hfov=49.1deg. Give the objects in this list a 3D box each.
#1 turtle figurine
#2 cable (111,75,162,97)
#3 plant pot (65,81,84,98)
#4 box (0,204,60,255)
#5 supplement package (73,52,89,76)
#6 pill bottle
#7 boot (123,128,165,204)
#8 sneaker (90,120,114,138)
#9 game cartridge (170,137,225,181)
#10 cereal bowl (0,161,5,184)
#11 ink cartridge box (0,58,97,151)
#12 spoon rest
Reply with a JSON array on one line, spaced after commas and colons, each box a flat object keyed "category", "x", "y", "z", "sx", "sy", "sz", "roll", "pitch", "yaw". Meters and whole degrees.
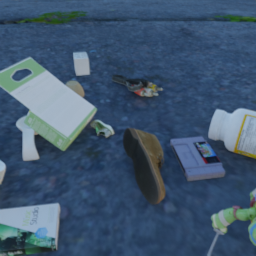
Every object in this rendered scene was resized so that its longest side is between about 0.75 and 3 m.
[{"category": "turtle figurine", "x": 2.621, "y": 2.202, "z": 5.591, "sx": 1.710, "sy": 2.376, "sz": 2.304, "roll": -2, "pitch": 5, "yaw": 38}, {"category": "cable", "x": 0.072, "y": -1.786, "z": 12.037, "sx": 2.702, "sy": 0.680, "sz": 1.312, "roll": 17, "pitch": 29, "yaw": 42}, {"category": "plant pot", "x": -2.302, "y": -1.619, "z": 11.702, "sx": 0.890, "sy": 0.597, "sz": 0.890, "roll": 1, "pitch": 33, "yaw": 0}, {"category": "box", "x": -2.311, "y": 2.223, "z": 6.115, "sx": 1.543, "sy": 0.280, "sz": 1.114, "roll": -6, "pitch": 33, "yaw": -7}, {"category": "supplement package", "x": -2.307, "y": -3.155, "z": 13.795, "sx": 0.666, "sy": 0.866, "sz": 0.905, "roll": -8, "pitch": 34, "yaw": -11}, {"category": "pill bottle", "x": 3.770, "y": 0.220, "z": 8.218, "sx": 2.569, "sy": 1.339, "sz": 1.339, "roll": 18, "pitch": 37, "yaw": 24}, {"category": "boot", "x": 0.640, "y": 0.910, "z": 7.585, "sx": 0.982, "sy": 0.958, "sz": 2.603, "roll": 7, "pitch": 35, "yaw": -21}, {"category": "sneaker", "x": -0.952, "y": 0.056, "z": 9.394, "sx": 0.990, "sy": 0.381, "sz": 0.439, "roll": 20, "pitch": 49, "yaw": 33}, {"category": "game cartridge", "x": 1.999, "y": 0.838, "z": 8.235, "sx": 1.104, "sy": 0.327, "sz": 1.704, "roll": -9, "pitch": 34, "yaw": -5}, {"category": "cereal bowl", "x": -4.345, "y": 1.190, "z": 6.456, "sx": 2.650, "sy": 1.104, "sz": 2.650, "roll": 15, "pitch": 3, "yaw": -1}, {"category": "ink cartridge box", "x": -2.652, "y": -0.845, "z": 9.028, "sx": 2.920, "sy": 0.700, "sz": 2.125, "roll": 36, "pitch": 34, "yaw": -4}, {"category": "spoon rest", "x": -3.075, "y": 0.090, "z": 9.017, "sx": 1.122, "sy": 0.685, "sz": 2.259, "roll": -7, "pitch": 35, "yaw": -10}]
